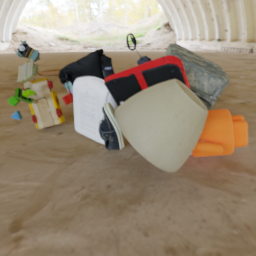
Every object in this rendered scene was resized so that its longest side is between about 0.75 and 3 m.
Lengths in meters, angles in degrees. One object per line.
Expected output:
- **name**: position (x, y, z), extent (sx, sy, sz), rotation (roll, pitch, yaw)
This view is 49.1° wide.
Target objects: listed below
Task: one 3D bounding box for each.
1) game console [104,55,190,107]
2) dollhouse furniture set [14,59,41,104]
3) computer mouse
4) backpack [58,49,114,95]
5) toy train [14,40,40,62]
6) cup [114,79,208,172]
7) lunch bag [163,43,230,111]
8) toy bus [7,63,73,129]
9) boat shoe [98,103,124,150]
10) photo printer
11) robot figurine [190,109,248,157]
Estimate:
- **game console**: position (0.817, -0.982, 9.110), extent (2.395, 2.708, 0.420), rotation (-14, 48, 17)
- **dollhouse furniture set**: position (-3.557, -1.682, 10.250), extent (0.884, 1.349, 0.677), rotation (-12, -19, 34)
- **computer mouse**: position (0.448, -2.641, 10.274), extent (0.526, 1.793, 0.305), rotation (-31, 28, 11)
- **backpack**: position (-1.358, -1.593, 11.790), extent (2.278, 2.729, 1.728), rotation (-34, 5, -13)
- **toy train**: position (-3.881, -2.919, 10.933), extent (0.853, 0.638, 1.496), rotation (29, 1, -16)
- **cup**: position (1.026, -0.267, 7.132), extent (2.275, 1.627, 2.275), rotation (36, 22, -18)
- **lunch bag**: position (2.380, -1.719, 11.560), extent (2.826, 2.370, 1.969), rotation (23, 34, -10)
- **toy bus**: position (-3.366, -1.107, 11.268), extent (2.171, 2.301, 1.189), rotation (31, 6, -7)
- **boat shoe**: position (-0.589, 0.058, 8.763), extent (0.688, 2.211, 0.825), rotation (-15, 57, -4)
- **photo printer**: position (-1.174, -0.696, 10.009), extent (1.842, 2.214, 0.769), rotation (21, 32, 35)
- **robot figurine**: position (2.374, 0.183, 8.746), extent (2.477, 1.444, 1.782), rotation (-5, 59, 13)
